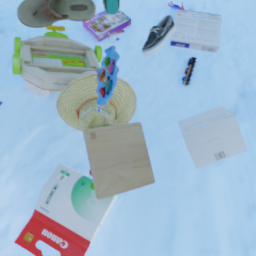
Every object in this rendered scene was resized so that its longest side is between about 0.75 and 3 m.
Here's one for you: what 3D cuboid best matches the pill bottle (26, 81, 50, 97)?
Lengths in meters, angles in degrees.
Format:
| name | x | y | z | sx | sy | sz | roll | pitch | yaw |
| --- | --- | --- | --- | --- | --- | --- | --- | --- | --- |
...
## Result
| name | x | y | z | sx | sy | sz | roll | pitch | yaw |
| --- | --- | --- | --- | --- | --- | --- | --- | --- | --- |
| pill bottle | -2.711 | -1.773 | 9.211 | 0.784 | 0.784 | 1.398 | 14 | 61 | 8 |

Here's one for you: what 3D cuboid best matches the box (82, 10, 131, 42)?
| name | x | y | z | sx | sy | sz | roll | pitch | yaw |
| --- | --- | --- | --- | --- | --- | --- | --- | --- | --- |
| box | -0.816 | -4.054 | 10.834 | 1.581 | 0.309 | 1.082 | -34 | 65 | -18 |

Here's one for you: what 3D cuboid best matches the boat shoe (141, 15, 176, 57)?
| name | x | y | z | sx | sy | sz | roll | pitch | yaw |
| --- | --- | --- | --- | --- | --- | --- | --- | --- | --- |
| boat shoe | 0.790 | -2.599 | 7.829 | 0.557 | 0.548 | 1.546 | 8 | 51 | 41 |

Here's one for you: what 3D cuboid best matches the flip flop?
| name | x | y | z | sx | sy | sz | roll | pitch | yaw |
| --- | --- | --- | --- | --- | --- | --- | --- | --- | --- |
| flip flop | -1.753 | -2.963 | 6.955 | 1.951 | 0.562 | 0.791 | -7 | 95 | -12 |

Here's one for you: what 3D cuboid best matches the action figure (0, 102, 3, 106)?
| name | x | y | z | sx | sy | sz | roll | pitch | yaw |
| --- | --- | --- | --- | --- | --- | --- | --- | --- | --- |
| action figure | -3.682 | -0.138 | 5.268 | 1.487 | 2.749 | 2.842 | -11 | 27 | 8 |

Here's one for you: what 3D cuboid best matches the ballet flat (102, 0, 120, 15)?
| name | x | y | z | sx | sy | sz | roll | pitch | yaw |
| --- | --- | --- | --- | --- | --- | --- | --- | --- | --- |
| ballet flat | -0.492 | -4.038 | 7.755 | 0.621 | 1.673 | 0.621 | 6 | 42 | -5 |

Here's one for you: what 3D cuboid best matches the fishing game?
| name | x | y | z | sx | sy | sz | roll | pitch | yaw |
| --- | --- | --- | --- | --- | --- | --- | --- | --- | --- |
| fishing game | -0.394 | -0.842 | 4.520 | 0.225 | 1.039 | 1.450 | 8 | 100 | -22 |

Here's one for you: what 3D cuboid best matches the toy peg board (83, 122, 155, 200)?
| name | x | y | z | sx | sy | sz | roll | pitch | yaw |
| --- | --- | --- | --- | --- | --- | --- | --- | --- | --- |
| toy peg board | -0.281 | 0.646 | 5.647 | 1.303 | 0.637 | 1.298 | -8 | 81 | -34 |

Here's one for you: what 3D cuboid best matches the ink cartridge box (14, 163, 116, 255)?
| name | x | y | z | sx | sy | sz | roll | pitch | yaw |
| --- | --- | --- | --- | --- | --- | --- | --- | --- | --- |
| ink cartridge box | -1.562 | 2.211 | 7.013 | 1.780 | 0.554 | 2.211 | 24 | 61 | 14 |

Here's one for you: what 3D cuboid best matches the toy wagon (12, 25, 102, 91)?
| name | x | y | z | sx | sy | sz | roll | pitch | yaw |
| --- | --- | --- | --- | --- | --- | --- | --- | --- | --- |
| toy wagon | -1.779 | -1.909 | 7.330 | 2.268 | 0.578 | 2.923 | 1 | 38 | -20 |

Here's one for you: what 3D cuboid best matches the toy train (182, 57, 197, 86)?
| name | x | y | z | sx | sy | sz | roll | pitch | yaw |
| --- | --- | --- | --- | --- | --- | --- | --- | --- | --- |
| toy train | 2.095 | -1.966 | 9.650 | 0.303 | 0.226 | 1.323 | 15 | 60 | 12 |

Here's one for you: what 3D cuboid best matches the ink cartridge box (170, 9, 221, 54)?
| name | x | y | z | sx | sy | sz | roll | pitch | yaw |
| --- | --- | --- | --- | --- | --- | --- | --- | --- | --- |
| ink cartridge box | 2.568 | -3.672 | 10.573 | 1.803 | 0.367 | 1.807 | 12 | 60 | 7 |

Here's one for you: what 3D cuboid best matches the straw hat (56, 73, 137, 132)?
| name | x | y | z | sx | sy | sz | roll | pitch | yaw |
| --- | --- | --- | --- | --- | --- | --- | --- | --- | --- |
| straw hat | -0.656 | -0.172 | 5.895 | 1.879 | 1.879 | 0.795 | -4 | 50 | -2 |

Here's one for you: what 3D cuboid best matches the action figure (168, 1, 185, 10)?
| name | x | y | z | sx | sy | sz | roll | pitch | yaw |
| --- | --- | --- | --- | --- | --- | --- | --- | --- | --- |
| action figure | 2.033 | -4.965 | 11.336 | 0.851 | 0.421 | 0.278 | 39 | 67 | 18 |

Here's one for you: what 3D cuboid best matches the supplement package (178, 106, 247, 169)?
| name | x | y | z | sx | sy | sz | roll | pitch | yaw |
| --- | --- | --- | --- | --- | --- | --- | --- | --- | --- |
| supplement package | 1.631 | 0.157 | 5.625 | 1.001 | 1.047 | 0.770 | -21 | 102 | 9 |
